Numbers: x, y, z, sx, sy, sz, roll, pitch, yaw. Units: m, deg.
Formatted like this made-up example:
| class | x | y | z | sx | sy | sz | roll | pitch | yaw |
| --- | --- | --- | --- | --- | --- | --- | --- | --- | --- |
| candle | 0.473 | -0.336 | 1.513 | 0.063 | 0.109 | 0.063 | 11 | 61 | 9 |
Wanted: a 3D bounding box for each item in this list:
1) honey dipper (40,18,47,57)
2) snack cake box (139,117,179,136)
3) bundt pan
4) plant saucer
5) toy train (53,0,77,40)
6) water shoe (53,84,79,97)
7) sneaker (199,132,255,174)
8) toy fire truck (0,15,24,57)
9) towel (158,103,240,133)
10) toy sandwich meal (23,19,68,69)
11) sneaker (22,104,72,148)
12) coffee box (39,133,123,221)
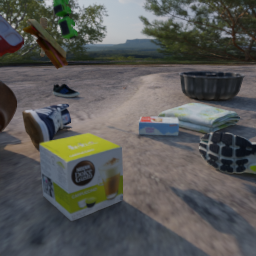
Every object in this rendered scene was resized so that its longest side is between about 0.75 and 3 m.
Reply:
| class | x | y | z | sx | sy | sz | roll | pitch | yaw |
| --- | --- | --- | --- | --- | --- | --- | --- | --- | --- |
| honey dipper | -3.116 | -3.319 | 10.291 | 0.262 | 1.379 | 0.262 | 1 | 0 | 0 |
| snack cake box | 0.803 | -0.053 | 7.350 | 1.011 | 0.340 | 0.581 | 2 | 18 | 7 |
| bundt pan | 3.620 | -1.875 | 12.378 | 2.794 | 1.049 | 2.794 | 0 | 15 | 0 |
| plant saucer | -3.462 | -0.167 | 5.281 | 2.627 | 0.452 | 2.627 | -16 | -23 | -7 |
| toy train | -1.315 | -2.369 | 5.489 | 0.274 | 1.312 | 0.370 | -16 | 2 | 18 |
| water shoe | -2.842 | -1.706 | 12.669 | 1.393 | 0.550 | 0.498 | 7 | 18 | 23 |
| sneaker | 2.194 | 0.539 | 5.107 | 1.805 | 0.699 | 0.719 | 14 | 1 | 27 |
| toy fire truck | -2.480 | -1.587 | 4.247 | 0.810 | 1.444 | 1.213 | -32 | 17 | 42 |
| towel | 2.061 | -0.341 | 8.172 | 1.569 | 0.441 | 1.832 | -13 | 21 | -41 |
| toy sandwich meal | -1.881 | -1.907 | 6.372 | 0.425 | 1.242 | 1.242 | -43 | 21 | 1 |
| sneaker | -1.847 | -0.128 | 6.866 | 1.179 | 0.761 | 2.172 | -10 | 16 | -25 |
| coffee box | -0.674 | 0.635 | 4.039 | 0.865 | 0.856 | 0.866 | -13 | 20 | -37 |
